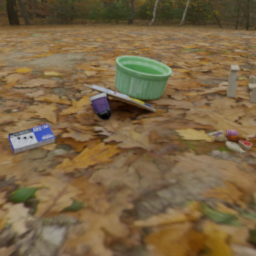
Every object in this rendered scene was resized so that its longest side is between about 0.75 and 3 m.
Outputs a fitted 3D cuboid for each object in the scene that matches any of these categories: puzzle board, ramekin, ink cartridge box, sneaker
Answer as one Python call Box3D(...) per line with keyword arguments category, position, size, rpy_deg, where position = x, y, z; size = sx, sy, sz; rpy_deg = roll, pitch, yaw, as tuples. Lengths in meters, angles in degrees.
Box3D(category="puzzle board", position=(-0.370, -1.387, 12.511), size=(2.749, 0.239, 2.071), rpy_deg=(21, 3, 37))
Box3D(category="ramekin", position=(0.667, -2.554, 14.320), size=(2.857, 1.395, 2.857), rpy_deg=(10, 29, -5))
Box3D(category="ink cartridge box", position=(-3.305, 0.352, 9.623), size=(1.383, 0.306, 0.650), rpy_deg=(-17, 60, -32))
Box3D(category="sneaker", position=(-1.156, -0.817, 11.966), size=(0.906, 1.047, 2.392), rpy_deg=(-18, 2, 1))

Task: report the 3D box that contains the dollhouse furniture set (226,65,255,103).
Box3D(category="dollhouse furniture set", position=(6.278, -2.289, 14.185), size=(2.260, 1.470, 2.076), rpy_deg=(7, 27, 16))

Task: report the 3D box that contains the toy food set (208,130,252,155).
Box3D(category="toy food set", position=(3.697, 0.376, 9.939), size=(1.034, 0.256, 1.627), rpy_deg=(-15, 29, -28))
